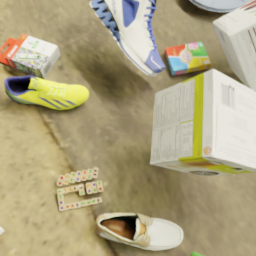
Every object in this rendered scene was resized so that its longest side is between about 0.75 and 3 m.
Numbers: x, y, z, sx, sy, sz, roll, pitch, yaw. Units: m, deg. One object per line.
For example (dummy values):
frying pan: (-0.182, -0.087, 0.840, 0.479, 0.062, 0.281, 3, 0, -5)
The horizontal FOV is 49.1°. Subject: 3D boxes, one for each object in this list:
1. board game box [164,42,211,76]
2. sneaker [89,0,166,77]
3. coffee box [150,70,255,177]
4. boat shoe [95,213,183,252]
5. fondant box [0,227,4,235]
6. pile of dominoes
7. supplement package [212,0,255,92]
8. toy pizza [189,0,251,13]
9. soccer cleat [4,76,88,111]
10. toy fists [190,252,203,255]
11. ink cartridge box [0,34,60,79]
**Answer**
board game box: (1.927, -2.266, 9.137, 1.260, 0.254, 0.964, -12, 66, -6)
sneaker: (0.335, -2.963, 7.936, 1.653, 1.156, 2.862, -38, 90, 17)
coffee box: (1.675, 0.051, 6.038, 1.710, 1.694, 1.713, 17, 69, -33)
boat shoe: (0.268, 2.468, 6.651, 2.142, 0.732, 0.800, 4, 65, 2)
fondant box: (-3.908, 2.685, 6.735, 1.007, 0.406, 1.396, 37, 69, 16)
pile of dominoes: (-1.259, 1.570, 7.230, 1.191, 0.190, 0.929, -11, 80, -6)
supplement package: (3.816, -2.485, 7.456, 2.308, 1.697, 2.207, -25, 24, 17)
toy pizza: (3.264, -5.180, 10.412, 2.665, 0.422, 2.665, 1, 65, -1)
soccer cleat: (-2.395, -1.060, 8.148, 2.426, 1.015, 0.784, 3, 65, 2)
toy fists: (1.337, 3.845, 6.012, 1.112, 0.750, 2.182, 24, 68, 11)
ink cartridge box: (-3.357, -2.427, 9.068, 1.976, 0.497, 1.076, 22, 67, 9)
